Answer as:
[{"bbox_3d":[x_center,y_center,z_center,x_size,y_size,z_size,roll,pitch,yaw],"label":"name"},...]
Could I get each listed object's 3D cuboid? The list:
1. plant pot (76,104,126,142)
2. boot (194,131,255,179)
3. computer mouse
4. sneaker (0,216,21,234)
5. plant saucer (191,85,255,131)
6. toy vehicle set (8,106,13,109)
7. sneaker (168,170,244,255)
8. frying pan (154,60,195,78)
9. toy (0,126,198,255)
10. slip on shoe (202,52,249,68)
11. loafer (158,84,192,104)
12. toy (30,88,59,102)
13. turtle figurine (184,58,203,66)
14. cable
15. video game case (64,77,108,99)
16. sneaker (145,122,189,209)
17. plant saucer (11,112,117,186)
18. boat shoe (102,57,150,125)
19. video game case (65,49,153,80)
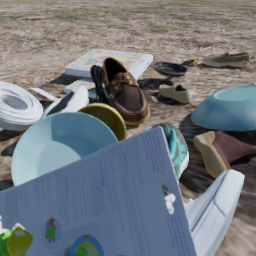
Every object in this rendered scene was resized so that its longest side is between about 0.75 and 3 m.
[{"bbox_3d":[-0.642,-0.023,6.248,1.248,1.248,0.886,2,20,3],"label":"plant pot"},{"bbox_3d":[2.234,0.495,5.925,1.305,0.568,1.569,-4,28,-5],"label":"boot"},{"bbox_3d":[-1.216,-0.523,7.075,0.550,1.374,2.505,19,46,19],"label":"computer mouse"},{"bbox_3d":[-2.073,1.701,3.838,0.520,0.493,1.292,12,32,38],"label":"sneaker"},{"bbox_3d":[3.028,-0.674,7.252,2.845,0.548,2.845,-11,18,4],"label":"plant saucer"},{"bbox_3d":[-4.367,-0.472,7.935,1.142,0.244,1.837,23,37,34],"label":"toy vehicle set"},{"bbox_3d":[0.681,1.342,3.626,0.879,0.907,2.484,27,52,31],"label":"sneaker"},{"bbox_3d":[1.685,-2.288,10.444,1.233,0.332,2.039,18,32,16],"label":"frying pan"},{"bbox_3d":[-0.477,1.138,3.282,2.538,0.599,1.461,-22,66,21],"label":"toy"},{"bbox_3d":[4.166,-2.951,11.922,1.904,0.577,0.724,7,31,12],"label":"slip on shoe"},{"bbox_3d":[1.522,-1.195,8.993,0.496,0.447,1.310,-25,38,-36],"label":"loafer"},{"bbox_3d":[-2.558,-0.964,8.635,0.880,0.208,0.507,24,9,6],"label":"toy"},{"bbox_3d":[2.782,-2.843,12.053,0.676,0.270,0.839,17,42,41],"label":"turtle figurine"},{"bbox_3d":[-3.028,-0.555,7.174,1.583,0.548,1.582,31,24,-14],"label":"cable"},{"bbox_3d":[-1.134,-1.421,9.646,1.591,0.182,1.447,12,32,22],"label":"video game case"},{"bbox_3d":[0.692,0.379,5.425,1.039,1.221,2.677,4,27,10],"label":"sneaker"},{"bbox_3d":[-1.091,0.656,5.150,1.948,0.375,1.948,2,70,-5],"label":"plant saucer"},{"bbox_3d":[-0.213,-1.154,8.101,0.964,0.963,2.737,-23,41,-9],"label":"boat shoe"},{"bbox_3d":[-0.657,-2.469,10.795,2.688,0.308,2.446,10,34,17],"label":"video game case"}]
